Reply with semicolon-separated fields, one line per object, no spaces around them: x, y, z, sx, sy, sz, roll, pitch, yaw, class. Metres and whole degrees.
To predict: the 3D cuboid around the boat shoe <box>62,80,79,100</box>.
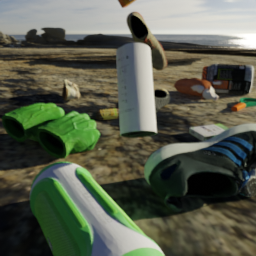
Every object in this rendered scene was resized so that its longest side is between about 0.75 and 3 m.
-2.377;-1.541;11.634;0.617;0.685;1.898;6;17;-19;boat shoe

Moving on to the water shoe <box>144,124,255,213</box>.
1.712;0.760;5.061;2.846;1.018;1.123;-13;41;-17;water shoe

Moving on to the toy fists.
-1.873;0.009;6.993;2.551;0.877;1.300;16;33;32;toy fists

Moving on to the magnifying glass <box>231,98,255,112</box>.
4.339;-0.875;10.442;0.736;0.207;1.850;17;24;39;magnifying glass

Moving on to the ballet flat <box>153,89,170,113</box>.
1.070;-1.147;10.370;0.831;0.710;2.500;6;21;17;ballet flat

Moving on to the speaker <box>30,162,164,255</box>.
-0.489;1.227;3.357;1.017;1.017;2.300;-11;22;-29;speaker

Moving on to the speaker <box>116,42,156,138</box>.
0.106;-0.524;4.097;0.538;1.324;0.538;-3;-12;-1;speaker

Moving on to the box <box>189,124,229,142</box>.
2.299;0.129;7.627;1.022;0.186;0.737;-8;21;-18;box

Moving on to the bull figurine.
3.041;-1.702;11.902;1.414;0.758;2.328;-10;24;-35;bull figurine

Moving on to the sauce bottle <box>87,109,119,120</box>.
-0.772;-0.414;8.915;1.045;0.338;0.338;-8;21;-16;sauce bottle

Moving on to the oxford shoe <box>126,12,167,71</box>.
0.589;-2.812;9.355;0.768;2.180;0.815;-33;16;15;oxford shoe

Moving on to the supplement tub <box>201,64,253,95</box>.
4.340;-2.171;12.386;2.080;1.274;1.274;8;21;17;supplement tub

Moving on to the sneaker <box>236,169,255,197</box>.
2.140;1.016;5.116;0.371;0.323;0.825;-10;7;37;sneaker

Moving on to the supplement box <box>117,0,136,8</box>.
0.369;-5.056;10.221;1.628;0.560;0.542;-24;16;31;supplement box
